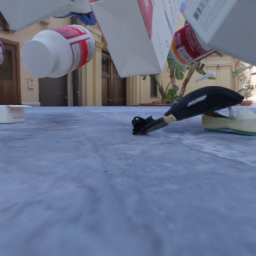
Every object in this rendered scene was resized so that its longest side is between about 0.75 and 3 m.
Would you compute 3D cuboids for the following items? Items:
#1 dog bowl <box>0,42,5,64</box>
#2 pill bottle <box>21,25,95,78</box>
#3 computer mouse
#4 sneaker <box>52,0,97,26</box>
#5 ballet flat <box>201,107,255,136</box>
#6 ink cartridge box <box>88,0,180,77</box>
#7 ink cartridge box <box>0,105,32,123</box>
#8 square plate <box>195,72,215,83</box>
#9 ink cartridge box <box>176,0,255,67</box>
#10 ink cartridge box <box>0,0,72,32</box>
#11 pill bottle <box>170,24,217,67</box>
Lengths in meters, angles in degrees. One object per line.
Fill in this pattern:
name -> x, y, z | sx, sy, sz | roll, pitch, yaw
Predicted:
dog bowl -> -4.358, -2.427, 8.802 | 1.102, 1.102, 0.406 | 3, 29, 27
pill bottle -> -2.373, -2.666, 9.769 | 1.550, 1.550, 2.762 | 2, 25, 20
computer mouse -> 1.241, -0.478, 6.279 | 2.558, 0.589, 1.796 | -16, 2, 21
sneaker -> -1.527, -3.638, 7.454 | 2.266, 1.309, 0.915 | 27, 64, 34
ballet flat -> 2.424, -0.184, 6.397 | 0.643, 0.643, 1.851 | -4, 7, -35
ink cartridge box -> 0.339, -2.482, 5.651 | 0.916, 1.580, 2.713 | -3, 45, 25
ink cartridge box -> -4.319, -0.475, 9.623 | 1.756, 0.592, 1.022 | 0, 5, 15
square plate -> 2.970, -1.974, 10.803 | 0.796, 0.113, 0.788 | -21, 8, 22
ink cartridge box -> 2.485, -2.969, 6.067 | 2.002, 2.012, 2.768 | 12, 41, -25
ink cartridge box -> -1.818, -2.862, 4.581 | 0.967, 1.640, 2.849 | -25, 37, -1
pill bottle -> 2.938, -3.474, 10.528 | 1.466, 1.466, 2.596 | -5, -11, -43
